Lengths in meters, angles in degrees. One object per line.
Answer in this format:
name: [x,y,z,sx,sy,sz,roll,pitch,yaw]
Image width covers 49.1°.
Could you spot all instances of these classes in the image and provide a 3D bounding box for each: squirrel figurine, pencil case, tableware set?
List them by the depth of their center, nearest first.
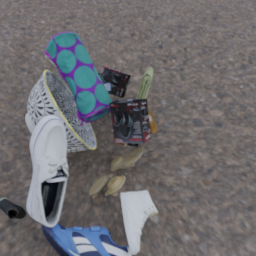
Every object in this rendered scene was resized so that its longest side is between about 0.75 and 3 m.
tableware set: [-0.358,1.425,8.939,0.249,1.795,2.149,47,61,-15]
pencil case: [-1.598,-1.583,9.108,1.312,1.208,2.840,-28,86,-16]
squirrel figurine: [0.165,-0.018,9.438,1.086,1.432,1.534,46,22,-4]

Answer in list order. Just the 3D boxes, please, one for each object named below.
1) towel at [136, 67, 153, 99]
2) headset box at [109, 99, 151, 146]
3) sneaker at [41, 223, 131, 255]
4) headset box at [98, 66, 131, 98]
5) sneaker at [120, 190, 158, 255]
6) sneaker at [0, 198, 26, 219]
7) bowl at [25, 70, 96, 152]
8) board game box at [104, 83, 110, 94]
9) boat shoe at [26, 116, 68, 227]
towel: [0.557,-1.263,10.625,0.356,1.952,1.448,17,24,3]
headset box: [0.077,-0.129,8.242,1.023,1.375,0.531,2,16,29]
sneaker: [-1.137,3.233,7.740,2.737,1.012,1.126,26,52,13]
headset box: [-0.664,-1.888,11.390,1.306,0.972,0.504,21,13,9]
sneaker: [0.364,2.486,7.602,0.961,0.613,1.663,-9,59,-1]
sneaker: [-3.155,2.396,7.801,0.575,1.083,0.405,30,71,37]
bowl: [-2.400,-0.267,9.198,1.395,2.973,2.973,-30,52,4]
board game box: [-1.339,-1.211,10.851,1.451,1.450,0.448,16,45,-25]
boat shoe: [-1.984,1.164,7.446,1.074,2.919,0.954,-4,14,-44]
